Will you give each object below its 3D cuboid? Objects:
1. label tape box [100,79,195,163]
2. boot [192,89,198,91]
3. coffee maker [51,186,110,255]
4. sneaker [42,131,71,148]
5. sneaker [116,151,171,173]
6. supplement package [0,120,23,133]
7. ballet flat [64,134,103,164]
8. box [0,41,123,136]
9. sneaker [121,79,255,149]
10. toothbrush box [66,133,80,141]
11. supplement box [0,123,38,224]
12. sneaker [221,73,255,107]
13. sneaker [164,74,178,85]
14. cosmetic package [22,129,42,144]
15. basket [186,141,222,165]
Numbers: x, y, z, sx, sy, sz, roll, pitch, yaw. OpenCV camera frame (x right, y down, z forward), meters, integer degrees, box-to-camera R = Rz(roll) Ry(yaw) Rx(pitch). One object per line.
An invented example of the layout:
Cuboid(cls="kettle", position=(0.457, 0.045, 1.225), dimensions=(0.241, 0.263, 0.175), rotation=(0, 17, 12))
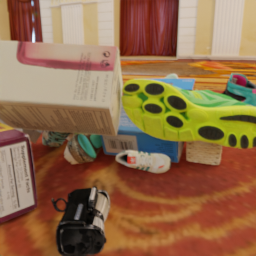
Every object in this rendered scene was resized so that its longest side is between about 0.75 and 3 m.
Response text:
Cuboid(cls="label tape box", position=(0.681, -0.345, 7.634), dimensions=(1.963, 0.862, 2.723), rotation=(5, 37, 21))
Cuboid(cls="boot", position=(2.136, -1.577, 13.316), dimensions=(2.059, 1.012, 2.875), rotation=(-4, 22, -29))
Cuboid(cls="coffee maker", position=(-0.740, 1.376, 4.088), dimensions=(0.920, 0.645, 0.958), rotation=(-20, 14, 7))
Cuboid(cls="sneaker", position=(-1.702, 0.098, 7.164), dimensions=(0.773, 0.860, 1.993), rotation=(24, -20, -23))
Cuboid(cls="sneaker", position=(0.290, 0.742, 6.087), dimensions=(1.261, 0.444, 0.590), rotation=(7, 3, 36))
Cuboid(cls="supplement package", position=(-3.784, 0.121, 6.570), dimensions=(2.173, 1.275, 1.271), rotation=(1, 9, 6))
Cuboid(cls="ballet flat", position=(-1.082, 0.496, 6.728), dimensions=(0.805, 0.725, 2.138), rotation=(-30, 2, 10))
Cuboid(cls="box", position=(-1.374, -0.738, 5.620), dimensions=(2.401, 1.308, 1.535), rotation=(5, -20, 4))
Cuboid(cls="sneaker", position=(1.290, -0.276, 5.793), dimensions=(2.988, 1.107, 1.248), rotation=(15, 14, 0))
Cuboid(cls="toothbrush box", position=(-1.068, 0.034, 8.306), dimensions=(1.424, 0.613, 1.037), rotation=(-7, 15, -27))
Cuboid(cls="supplement box", position=(-3.057, 0.844, 4.289), dimensions=(1.747, 1.377, 2.668), rotation=(14, 21, 43))
Cuboid(cls="sneaker", position=(3.761, -1.211, 10.520), dimensions=(1.152, 1.664, 2.755), rotation=(-7, 15, -33))
Cuboid(cls="sneaker", position=(1.410, -1.703, 12.106), dimensions=(1.781, 0.655, 1.051), rotation=(-40, -8, 10))
Cuboid(cls="cosmetic package", position=(-2.792, 0.036, 7.736), dimensions=(0.769, 0.411, 0.347), rotation=(30, 21, -19))
Cuboid(cls="basket", position=(1.929, 0.316, 7.042), dimensions=(0.889, 0.809, 1.311), rotation=(7, 17, 17))
